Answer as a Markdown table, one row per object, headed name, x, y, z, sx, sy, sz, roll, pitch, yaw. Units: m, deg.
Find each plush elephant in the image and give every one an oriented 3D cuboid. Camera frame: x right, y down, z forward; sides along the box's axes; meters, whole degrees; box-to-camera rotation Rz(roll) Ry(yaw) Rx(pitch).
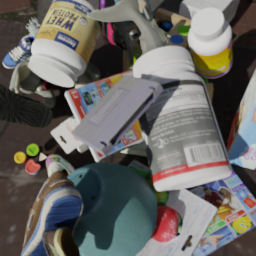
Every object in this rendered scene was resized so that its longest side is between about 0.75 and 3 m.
| name | x | y | z | sx | sy | sz | roll | pitch | yaw |
| --- | --- | --- | --- | --- | --- | --- | --- | --- | --- |
| plush elephant | -2.419 | -1.575 | 8.346 | 2.038 | 2.632 | 2.168 | -44 | 18 | 15 |

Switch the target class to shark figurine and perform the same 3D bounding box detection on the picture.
| name | x | y | z | sx | sy | sz | roll | pitch | yaw |
| --- | --- | --- | --- | --- | --- | --- | --- | --- | --- |
| shark figurine | 0.323 | -1.974 | 6.598 | 1.285 | 3.080 | 1.840 | -42 | 86 | 16 |

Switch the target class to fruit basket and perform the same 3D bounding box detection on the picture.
| name | x | y | z | sx | sy | sz | roll | pitch | yaw |
| --- | --- | --- | --- | --- | --- | --- | --- | --- | --- |
| fruit basket | 0.426 | 2.045 | 6.312 | 2.358 | 1.106 | 2.184 | 31 | 60 | 21 |

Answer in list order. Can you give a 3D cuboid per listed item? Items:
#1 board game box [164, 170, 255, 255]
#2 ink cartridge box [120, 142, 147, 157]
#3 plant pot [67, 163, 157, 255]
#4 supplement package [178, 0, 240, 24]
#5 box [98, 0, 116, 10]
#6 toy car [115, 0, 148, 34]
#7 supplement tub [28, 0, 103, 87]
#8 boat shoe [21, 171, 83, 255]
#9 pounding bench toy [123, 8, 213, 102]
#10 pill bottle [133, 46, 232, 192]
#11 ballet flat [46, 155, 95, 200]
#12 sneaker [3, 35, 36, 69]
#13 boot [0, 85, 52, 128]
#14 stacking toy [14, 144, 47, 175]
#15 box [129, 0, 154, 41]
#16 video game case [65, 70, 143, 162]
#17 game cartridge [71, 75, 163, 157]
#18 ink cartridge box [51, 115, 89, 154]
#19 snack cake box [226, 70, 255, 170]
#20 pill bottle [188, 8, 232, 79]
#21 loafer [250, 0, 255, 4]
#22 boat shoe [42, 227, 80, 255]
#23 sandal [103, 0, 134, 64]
| name | x | y | z | sx | sy | sz | roll | pitch | yaw |
| --- | --- | --- | --- | --- | --- | --- | --- | --- | --- |
| board game box | 2.017 | 2.052 | 6.784 | 2.204 | 0.380 | 1.492 | -22 | 59 | -14 |
| ink cartridge box | -0.094 | 0.070 | 8.102 | 1.860 | 0.446 | 1.354 | 8 | 57 | 5 |
| plant pot | -0.607 | 1.512 | 5.581 | 2.059 | 1.387 | 2.059 | -14 | 53 | 19 |
| supplement package | 3.066 | -4.410 | 10.515 | 1.449 | 1.396 | 2.548 | 29 | 60 | 18 |
| box | -0.465 | -4.891 | 11.528 | 1.520 | 0.274 | 1.086 | -1 | 56 | -2 |
| toy car | 0.091 | -3.392 | 8.717 | 1.021 | 1.155 | 1.064 | -7 | 69 | 0 |
| supplement tub | -1.495 | -2.050 | 6.757 | 1.327 | 1.327 | 1.838 | 16 | 75 | 11 |
| boat shoe | -1.275 | 1.576 | 4.579 | 0.736 | 2.037 | 0.737 | 12 | 30 | -33 |
| pounding bench toy | 1.657 | -2.007 | 8.661 | 2.907 | 1.806 | 2.268 | 30 | 61 | 18 |
| pill bottle | 1.071 | -0.186 | 6.289 | 1.668 | 1.668 | 2.929 | -10 | 72 | -7 |
| ballet flat | -1.556 | 1.337 | 7.048 | 1.881 | 0.650 | 0.669 | 39 | 21 | 20 |
| sneaker | -2.812 | -2.040 | 7.307 | 1.106 | 0.810 | 0.446 | -36 | 90 | -18 |
| boot | -3.010 | -0.574 | 7.114 | 2.115 | 1.581 | 0.796 | 26 | 88 | -27 |
| stacking toy | -2.597 | 0.862 | 7.622 | 0.758 | 0.320 | 0.686 | 42 | 76 | 13 |
| box | 0.208 | -4.169 | 9.550 | 0.988 | 2.401 | 0.590 | -14 | 58 | 14 |
| video game case | -0.024 | -0.485 | 7.108 | 2.597 | 0.227 | 1.857 | -23 | 81 | -23 |
| game cartridge | -0.219 | -0.292 | 5.176 | 1.623 | 0.312 | 1.052 | -49 | 37 | -15 |
| ink cartridge box | -1.270 | 0.068 | 7.968 | 1.575 | 0.530 | 0.923 | -36 | 68 | -16 |
| snack cake box | 3.233 | -0.234 | 6.994 | 0.862 | 2.566 | 1.475 | 15 | 58 | 13 |
| pill bottle | 2.085 | -2.089 | 7.069 | 1.020 | 1.957 | 1.020 | -6 | 72 | 20 |
| loafer | 5.659 | -6.177 | 12.116 | 0.707 | 0.723 | 1.982 | 25 | 60 | 15 |
| boat shoe | -0.981 | 1.855 | 4.143 | 0.368 | 1.136 | 0.416 | 4 | 32 | 14 |
| sandal | -0.415 | -2.557 | 6.851 | 0.537 | 2.381 | 0.894 | -25 | 48 | 4 |
